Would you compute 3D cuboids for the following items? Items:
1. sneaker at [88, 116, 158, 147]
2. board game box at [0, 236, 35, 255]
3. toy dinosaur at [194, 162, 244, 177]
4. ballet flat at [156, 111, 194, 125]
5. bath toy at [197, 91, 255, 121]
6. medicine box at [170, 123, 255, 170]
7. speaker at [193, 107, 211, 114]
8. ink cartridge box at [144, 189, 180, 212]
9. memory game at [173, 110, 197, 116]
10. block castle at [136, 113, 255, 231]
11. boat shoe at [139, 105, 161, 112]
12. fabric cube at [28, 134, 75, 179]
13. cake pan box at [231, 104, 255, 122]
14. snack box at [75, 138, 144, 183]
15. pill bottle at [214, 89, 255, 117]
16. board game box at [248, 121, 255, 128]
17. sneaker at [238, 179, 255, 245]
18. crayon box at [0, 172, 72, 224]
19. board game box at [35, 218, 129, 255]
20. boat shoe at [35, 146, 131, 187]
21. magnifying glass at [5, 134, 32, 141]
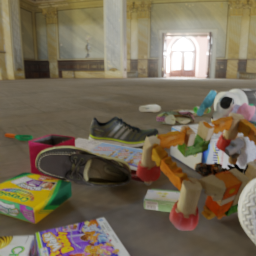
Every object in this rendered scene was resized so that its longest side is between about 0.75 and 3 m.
[{"bbox_3d":[-0.165,0.098,8.904,2.265,0.917,0.837,-2,12,-3],"label":"sneaker"},{"bbox_3d":[-1.787,1.814,3.039,1.095,0.300,1.735,0,13,-4],"label":"board game box"},{"bbox_3d":[2.105,1.014,5.800,1.404,0.717,0.953,-3,-1,8],"label":"toy dinosaur"},{"bbox_3d":[2.083,-0.388,12.049,1.696,0.586,0.603,-3,33,-13],"label":"ballet flat"},{"bbox_3d":[3.914,-0.342,9.999,2.732,1.188,1.010,25,44,23],"label":"bath toy"},{"bbox_3d":[2.240,0.473,7.461,1.709,0.879,1.556,-5,14,-19],"label":"medicine box"},{"bbox_3d":[3.731,-0.910,14.112,0.825,0.365,0.365,-3,14,-19],"label":"speaker"},{"bbox_3d":[0.690,1.316,5.424,0.636,0.210,0.874,3,15,13],"label":"ink cartridge box"},{"bbox_3d":[3.036,-0.784,14.522,1.596,0.102,1.596,1,14,0],"label":"memory game"},{"bbox_3d":[1.492,0.729,4.974,2.350,1.102,1.570,-14,39,-23],"label":"block castle"},{"bbox_3d":[1.177,-1.045,15.113,1.156,0.416,0.396,-8,13,11],"label":"boat shoe"},{"bbox_3d":[-1.814,0.670,6.801,0.807,0.820,0.823,6,15,27],"label":"fabric cube"},{"bbox_3d":[4.519,-0.332,10.740,1.198,0.340,1.301,17,43,24],"label":"cake pan box"},{"bbox_3d":[-0.518,0.758,7.160,2.727,0.331,0.980,8,25,30],"label":"snack box"},{"bbox_3d":[5.364,-1.092,12.918,2.523,1.427,1.427,-5,14,-20],"label":"pill bottle"},{"bbox_3d":[4.059,0.112,9.341,0.586,0.182,0.776,10,53,5],"label":"board game box"},{"bbox_3d":[2.356,1.132,3.416,2.903,1.096,1.652,18,3,-11],"label":"sneaker"},{"bbox_3d":[-1.873,1.260,5.282,1.221,0.356,1.054,6,14,23],"label":"crayon box"},{"bbox_3d":[-0.514,1.713,3.417,1.009,0.336,1.501,-6,15,-24],"label":"board game box"},{"bbox_3d":[-0.889,0.804,5.793,2.023,0.741,0.656,7,0,-11],"label":"boat shoe"},{"bbox_3d":[-3.864,0.319,9.846,1.152,0.129,0.458,8,15,23],"label":"magnifying glass"}]
